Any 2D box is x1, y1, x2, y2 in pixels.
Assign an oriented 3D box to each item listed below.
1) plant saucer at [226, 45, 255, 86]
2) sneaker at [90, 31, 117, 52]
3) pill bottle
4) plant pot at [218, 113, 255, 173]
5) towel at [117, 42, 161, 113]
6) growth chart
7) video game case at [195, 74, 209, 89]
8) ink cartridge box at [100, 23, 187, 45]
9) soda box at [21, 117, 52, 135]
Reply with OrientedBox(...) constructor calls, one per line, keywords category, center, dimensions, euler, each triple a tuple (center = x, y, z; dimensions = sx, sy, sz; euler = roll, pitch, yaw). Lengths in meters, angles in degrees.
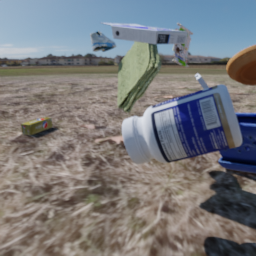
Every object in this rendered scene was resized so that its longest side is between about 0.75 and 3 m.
OrientedBox(category="plant saucer", center=(4.110, -1.850, 8.583), dimensions=(2.056, 0.385, 2.056), euler=(1, -22, 1))
OrientedBox(category="sneaker", center=(-0.932, -3.248, 10.412), dimensions=(0.621, 0.718, 1.657), euler=(-19, 6, 19))
OrientedBox(category="pill bottle", center=(1.096, 0.017, 5.938), dimensions=(2.259, 1.307, 1.307), euler=(-16, 10, 20))
OrientedBox(category="plant pot", center=(3.973, 0.472, 9.242), dimensions=(1.847, 1.661, 1.847), euler=(4, 15, 35))
OrientedBox(category="towel", center=(0.288, -1.799, 8.467), dimensions=(0.467, 1.897, 2.558), euler=(23, 38, -24))
OrientedBox(category="growth chart", center=(1.951, -2.965, 10.145), dimensions=(1.028, 1.420, 0.126), euler=(2, 9, -41))
OrientedBox(category="video game case", center=(2.307, -0.995, 7.941), dimensions=(0.149, 1.181, 1.649), euler=(-36, 4, 17))
OrientedBox(category="ink cartridge box", center=(0.371, -2.171, 6.439), dimensions=(1.510, 0.328, 1.496), euler=(21, 26, 30))
OrientedBox(category="soda box", center=(-4.425, -0.112, 13.659), dimensions=(0.541, 0.511, 1.597), euler=(6, 17, 23))
